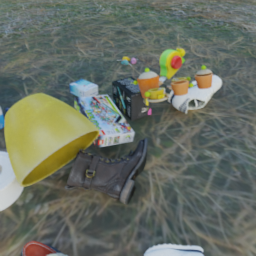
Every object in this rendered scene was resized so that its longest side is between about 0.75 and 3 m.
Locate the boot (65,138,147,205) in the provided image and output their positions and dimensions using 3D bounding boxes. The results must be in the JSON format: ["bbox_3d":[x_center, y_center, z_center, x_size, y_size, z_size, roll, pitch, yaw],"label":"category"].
[{"bbox_3d":[-0.538,0.934,7.579,1.855,0.738,2.131,17,58,14],"label":"boot"}]

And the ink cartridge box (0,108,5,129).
[{"bbox_3d":[-5.525,-0.783,9.187,1.700,2.350,1.730,13,36,19],"label":"ink cartridge box"}]

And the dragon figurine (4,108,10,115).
[{"bbox_3d":[-4.192,-0.328,10.260,0.696,0.412,1.399,-12,35,-18],"label":"dragon figurine"}]

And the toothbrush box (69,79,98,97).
[{"bbox_3d":[-1.938,-1.683,12.234,1.030,0.439,0.754,28,43,32],"label":"toothbrush box"}]

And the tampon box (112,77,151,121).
[{"bbox_3d":[0.139,-1.162,10.866,0.925,1.098,1.465,-19,39,-25],"label":"tampon box"}]

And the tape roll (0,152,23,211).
[{"bbox_3d":[-3.794,1.439,7.436,1.878,0.657,1.878,0,35,0],"label":"tape roll"}]

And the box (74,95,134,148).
[{"bbox_3d":[-0.825,-0.287,8.927,1.218,0.384,2.214,-9,40,-26],"label":"box"}]

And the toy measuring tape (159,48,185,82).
[{"bbox_3d":[1.502,-2.549,12.098,1.010,1.010,2.747,32,73,38],"label":"toy measuring tape"}]

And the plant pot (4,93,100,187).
[{"bbox_3d":[-2.157,0.127,7.174,2.341,2.341,1.662,-32,80,-38],"label":"plant pot"}]

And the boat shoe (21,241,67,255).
[{"bbox_3d":[-1.359,2.820,5.378,2.193,0.686,0.781,25,43,34],"label":"boat shoe"}]

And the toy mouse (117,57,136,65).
[{"bbox_3d":[0.039,-3.651,15.325,1.165,0.226,1.036,-7,35,-10],"label":"toy mouse"}]

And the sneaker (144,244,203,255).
[{"bbox_3d":[0.955,2.730,5.737,1.272,0.486,0.512,-1,43,1],"label":"sneaker"}]

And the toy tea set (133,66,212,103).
[{"bbox_3d":[1.547,-1.671,9.563,2.687,0.994,1.598,-16,19,-19],"label":"toy tea set"}]

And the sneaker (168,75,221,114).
[{"bbox_3d":[2.918,-1.321,11.397,2.650,1.012,1.067,-25,50,-22],"label":"sneaker"}]
